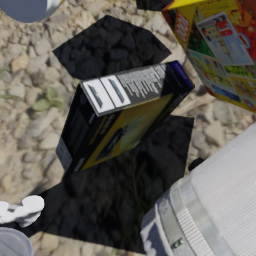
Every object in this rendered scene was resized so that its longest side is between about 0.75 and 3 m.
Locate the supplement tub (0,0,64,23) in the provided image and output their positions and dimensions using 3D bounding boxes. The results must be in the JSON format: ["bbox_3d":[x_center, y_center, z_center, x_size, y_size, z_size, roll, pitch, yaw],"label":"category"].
[{"bbox_3d":[-1.250,-1.982,3.817,0.821,0.821,1.134,6,42,3],"label":"supplement tub"}]

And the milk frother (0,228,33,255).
[{"bbox_3d":[-1.917,2.392,3.390,1.483,1.546,1.643,1,32,-9],"label":"milk frother"}]

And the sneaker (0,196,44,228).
[{"bbox_3d":[-1.730,1.331,4.230,0.880,0.506,0.331,-10,53,-28],"label":"sneaker"}]

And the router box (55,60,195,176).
[{"bbox_3d":[-0.172,-0.093,4.639,1.707,2.171,0.567,-20,71,-30],"label":"router box"}]

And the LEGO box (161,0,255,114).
[{"bbox_3d":[2.019,-1.405,4.622,1.147,2.972,2.213,-38,112,1],"label":"LEGO box"}]

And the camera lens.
[{"bbox_3d":[1.356,0.958,2.907,2.018,1.614,1.614,-41,67,14],"label":"camera lens"}]
